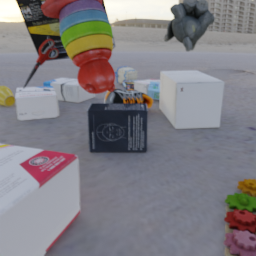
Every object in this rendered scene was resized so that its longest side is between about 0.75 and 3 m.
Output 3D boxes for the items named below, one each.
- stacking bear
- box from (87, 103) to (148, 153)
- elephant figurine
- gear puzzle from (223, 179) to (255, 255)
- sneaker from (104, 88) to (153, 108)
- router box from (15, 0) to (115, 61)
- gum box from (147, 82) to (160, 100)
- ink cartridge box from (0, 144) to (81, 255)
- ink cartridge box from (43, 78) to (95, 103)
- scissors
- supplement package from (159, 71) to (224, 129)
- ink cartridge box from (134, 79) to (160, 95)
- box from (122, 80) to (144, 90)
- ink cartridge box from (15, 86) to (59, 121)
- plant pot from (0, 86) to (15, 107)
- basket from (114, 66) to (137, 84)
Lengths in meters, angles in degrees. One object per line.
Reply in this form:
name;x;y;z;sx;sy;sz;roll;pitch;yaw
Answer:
stacking bear;-0.902;-1.839;6.353;1.251;2.200;1.336;-16;-2;40
box;-0.255;-0.014;7.268;1.501;1.114;0.804;1;18;0
elephant figurine;1.645;-2.848;8.056;1.392;1.269;1.794;-36;2;-5
gear puzzle;2.171;1.347;4.509;1.176;0.297;2.271;6;20;18
sneaker;0.008;-0.926;10.229;1.007;1.020;2.607;17;24;27
router box;-1.948;-3.311;8.877;2.666;2.096;0.696;0;37;21
gum box;1.812;-1.628;12.711;1.795;0.400;1.525;8;25;6
ink cartridge box;-2.309;1.048;4.068;2.669;1.143;1.970;5;19;19
ink cartridge box;-2.684;-1.766;12.933;1.924;0.805;1.396;9;21;25
scissors;-2.271;-1.611;6.960;0.096;0.505;1.380;30;73;38
supplement package;2.066;-1.084;9.787;1.514;1.519;2.589;-1;19;-4
ink cartridge box;1.107;-2.112;14.323;1.354;0.580;1.000;-17;25;-35
box;0.614;-2.409;15.611;1.704;0.321;1.163;-4;19;-11
ink cartridge box;-3.456;-0.990;10.606;1.446;0.848;1.974;-6;18;-18
plant pot;-5.088;-1.246;11.616;0.734;0.781;0.781;33;34;31
basket;-0.284;-3.150;16.661;1.313;1.035;1.489;-15;32;-37
